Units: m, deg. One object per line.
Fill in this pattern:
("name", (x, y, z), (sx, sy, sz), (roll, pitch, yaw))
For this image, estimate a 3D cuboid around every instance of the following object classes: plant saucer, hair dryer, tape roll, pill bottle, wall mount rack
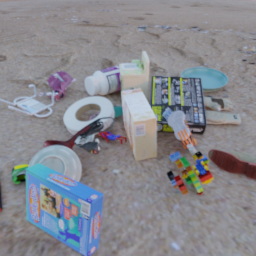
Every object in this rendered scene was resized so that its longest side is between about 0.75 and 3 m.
("plant saucer", (4.156, -2.611, 15.459), (2.547, 0.458, 2.547), (0, 38, 0))
("hair dryer", (-1.877, 0.556, 9.995), (2.789, 0.758, 2.124), (-10, 26, 19))
("tape roll", (-1.632, -0.511, 11.739), (2.152, 0.393, 2.152), (-9, 43, 8))
("plant saucer", (-2.299, 1.314, 8.599), (1.701, 0.427, 1.701), (0, 70, 0))
("pill bottle", (-1.061, -2.423, 14.534), (2.263, 1.270, 1.270), (-23, 39, -32))
("wall mount rack", (-4.792, -1.192, 12.890), (2.561, 0.955, 2.225), (24, 39, 33))

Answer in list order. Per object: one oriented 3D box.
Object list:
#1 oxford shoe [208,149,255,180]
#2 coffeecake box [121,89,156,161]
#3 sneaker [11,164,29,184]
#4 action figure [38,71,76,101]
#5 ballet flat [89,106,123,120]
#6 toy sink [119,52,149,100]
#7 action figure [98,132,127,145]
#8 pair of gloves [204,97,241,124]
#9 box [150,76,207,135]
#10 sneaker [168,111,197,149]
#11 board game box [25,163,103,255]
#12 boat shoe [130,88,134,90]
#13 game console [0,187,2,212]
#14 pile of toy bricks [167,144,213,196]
("oxford shoe", (3.730, 1.143, 9.549), (1.953, 0.688, 0.730), (23, 34, 24))
("coffeecake box", (0.380, -0.185, 10.501), (0.821, 1.724, 2.246), (-10, 35, -7))
("sneaker", (-3.018, 1.473, 9.116), (1.505, 0.587, 0.641), (-17, 39, -6))
("action figure", (-3.583, -1.993, 14.431), (1.386, 1.541, 2.070), (-37, 43, 22))
("ballet flat", (-0.987, -0.633, 12.434), (1.714, 0.592, 0.610), (-25, 30, -30))
("toy sink", (0.242, -2.352, 13.450), (1.291, 2.304, 1.502), (-2, 33, -5))
("action figure", (-0.694, 0.365, 11.041), (1.348, 0.348, 0.441), (18, 31, 34))
("pair of gloves", (3.932, -0.791, 12.801), (1.922, 0.396, 2.260), (3, 34, 0))
("box", (2.090, -1.074, 12.186), (2.309, 0.638, 2.882), (3, 51, 3))
("sneaker", (2.062, 0.165, 10.674), (0.699, 1.009, 1.801), (-24, 36, 16))
("board game box", (-1.686, 2.043, 7.120), (2.175, 1.654, 0.489), (19, 24, 26))
("boat shoe", (0.115, -1.112, 12.494), (0.445, 0.521, 1.560), (7, 69, -25))
("game console", (-4.838, 2.048, 8.475), (1.828, 0.321, 2.067), (-9, 34, -23))
("pile of toy bricks", (1.984, 1.498, 8.620), (1.293, 1.150, 2.330), (-29, 12, 7))
